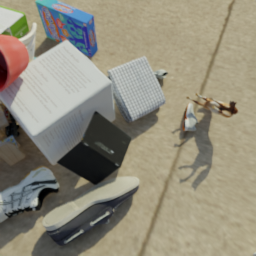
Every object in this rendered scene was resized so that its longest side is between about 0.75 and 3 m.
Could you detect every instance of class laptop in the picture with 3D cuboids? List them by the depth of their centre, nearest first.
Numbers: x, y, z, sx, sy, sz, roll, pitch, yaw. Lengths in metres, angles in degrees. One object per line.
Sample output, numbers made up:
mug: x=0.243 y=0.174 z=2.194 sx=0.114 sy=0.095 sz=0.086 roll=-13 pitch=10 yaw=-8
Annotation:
laptop: x=-0.954 y=0.648 z=8.312 sx=1.527 sy=0.945 sz=1.631 roll=38 pitch=60 yaw=-30

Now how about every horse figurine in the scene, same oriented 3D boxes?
horse figurine: x=2.810 y=-0.716 z=8.973 sx=1.297 sy=1.958 sz=0.489 roll=18 pitch=98 yaw=-31

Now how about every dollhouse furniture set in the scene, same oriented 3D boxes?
dollhouse furniture set: x=-5.197 y=0.182 z=8.284 sx=2.997 sy=1.950 sz=2.753 roll=-31 pitch=61 yaw=-12

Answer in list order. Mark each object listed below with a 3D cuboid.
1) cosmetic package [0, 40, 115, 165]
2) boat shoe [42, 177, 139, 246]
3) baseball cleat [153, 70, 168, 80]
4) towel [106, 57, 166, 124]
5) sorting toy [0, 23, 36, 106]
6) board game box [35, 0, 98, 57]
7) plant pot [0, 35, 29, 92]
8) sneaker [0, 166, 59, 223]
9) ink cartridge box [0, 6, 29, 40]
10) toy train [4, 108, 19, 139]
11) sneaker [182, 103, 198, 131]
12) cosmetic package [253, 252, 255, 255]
cosmetic package: x=-2.118 y=-0.738 z=8.734 sx=2.669 sy=2.220 sz=2.234 roll=-38 pitch=68 yaw=-17
boat shoe: x=-0.919 y=2.347 z=8.082 sx=2.931 sy=1.065 sz=0.919 roll=-24 pitch=108 yaw=-18
baseball cleat: x=0.953 y=-1.894 z=10.294 sx=1.079 sy=0.376 sz=0.575 roll=-26 pitch=23 yaw=-13
towel: x=0.210 y=-1.286 z=9.549 sx=1.538 sy=0.795 sz=1.857 roll=-28 pitch=92 yaw=-18
sorting toy: x=-3.622 y=-2.142 z=8.978 sx=1.403 sy=2.363 sz=2.625 roll=33 pitch=43 yaw=-5
board game box: x=-2.288 y=-3.834 z=10.653 sx=2.263 sy=1.721 sz=0.509 roll=27 pitch=65 yaw=14
plant pot: x=-3.302 y=-1.735 z=7.138 sx=1.442 sy=1.442 sz=1.276 roll=14 pitch=28 yaw=7
sneaker: x=-3.017 y=2.118 z=8.027 sx=2.266 sy=0.857 sz=0.993 roll=-40 pitch=70 yaw=-18
ink cartridge box: x=-5.256 y=-3.772 z=10.912 sx=1.655 sy=0.848 sz=2.240 roll=19 pitch=55 yaw=10
toy train: x=-4.067 y=-0.513 z=9.702 sx=0.465 sy=0.346 sz=2.029 roll=-22 pitch=62 yaw=14
sneaker: x=2.171 y=-0.339 z=9.619 sx=0.480 sy=0.395 sz=1.044 roll=12 pitch=70 yaw=-2
cosmetic package: x=4.427 y=3.411 z=6.745 sx=1.571 sy=1.906 sz=1.572 roll=-21 pitch=64 yaw=-11
